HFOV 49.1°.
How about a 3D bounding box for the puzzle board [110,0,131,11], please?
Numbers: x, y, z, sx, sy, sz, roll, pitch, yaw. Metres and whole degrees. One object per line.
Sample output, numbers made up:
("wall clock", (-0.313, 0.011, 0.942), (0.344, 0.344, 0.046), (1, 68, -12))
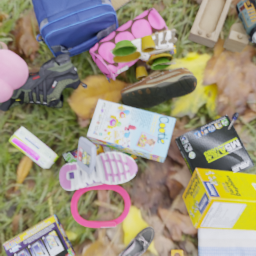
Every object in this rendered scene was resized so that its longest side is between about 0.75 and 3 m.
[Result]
("puzzle board", (-0.770, -5.226, 10.597), (1.356, 0.157, 1.800), (-37, 79, -6))

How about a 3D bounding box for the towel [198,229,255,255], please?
("towel", (3.228, 4.199, 8.403), (2.155, 0.349, 2.934), (0, 78, 1))

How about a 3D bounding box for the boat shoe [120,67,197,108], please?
("boat shoe", (0.996, -1.390, 9.437), (2.529, 0.957, 0.934), (-12, 48, 4))

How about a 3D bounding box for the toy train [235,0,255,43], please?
("toy train", (4.279, -3.659, 9.012), (0.956, 1.279, 2.244), (26, 47, -28))

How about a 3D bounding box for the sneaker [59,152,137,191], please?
("sneaker", (-0.825, 1.310, 8.356), (2.303, 1.018, 0.926), (-11, 75, 12))

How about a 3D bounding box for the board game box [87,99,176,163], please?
("board game box", (0.124, 0.130, 8.552), (2.324, 1.197, 1.219), (15, 78, 8))

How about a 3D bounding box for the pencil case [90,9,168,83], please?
("pencil case", (0.130, -2.822, 9.518), (2.785, 1.264, 1.304), (-40, 57, -8))

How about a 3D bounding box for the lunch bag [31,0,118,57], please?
("lunch bag", (-1.765, -3.504, 9.313), (2.754, 1.871, 1.822), (-23, 78, -2))

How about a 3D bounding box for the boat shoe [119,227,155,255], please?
("boat shoe", (0.231, 3.664, 8.461), (1.586, 0.452, 0.530), (-43, 81, -9))

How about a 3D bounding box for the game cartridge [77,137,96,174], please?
("game cartridge", (-1.122, 0.778, 7.570), (0.612, 0.920, 0.188), (29, 33, 31))

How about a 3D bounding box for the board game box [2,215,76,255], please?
("board game box", (-2.656, 3.680, 8.449), (1.705, 0.483, 1.409), (-29, 77, -6))

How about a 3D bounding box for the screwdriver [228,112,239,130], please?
("screwdriver", (3.315, -0.183, 8.853), (0.199, 1.425, 0.207), (-10, 110, 34))

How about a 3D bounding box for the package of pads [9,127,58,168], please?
("package of pads", (-2.782, 0.633, 8.357), (1.290, 1.670, 0.569), (39, 76, -3))

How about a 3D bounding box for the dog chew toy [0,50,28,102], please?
("dog chew toy", (-3.659, -1.249, 7.802), (1.149, 1.149, 1.845), (30, 77, 6))

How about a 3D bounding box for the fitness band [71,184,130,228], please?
("fitness band", (-0.855, 2.433, 8.820), (1.857, 0.348, 1.334), (0, 75, -1))

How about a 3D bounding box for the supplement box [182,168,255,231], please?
("supplement box", (2.863, 2.054, 7.972), (2.159, 1.182, 1.175), (8, 121, -14))

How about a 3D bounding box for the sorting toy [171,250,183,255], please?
("sorting toy", (1.509, 4.700, 8.325), (1.119, 0.271, 1.988), (-10, 77, -2))

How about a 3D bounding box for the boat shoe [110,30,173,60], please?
("boat shoe", (0.482, -2.491, 8.832), (2.093, 0.741, 0.725), (-19, 107, -9))

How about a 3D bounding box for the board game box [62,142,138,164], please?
("board game box", (-0.920, 0.967, 9.168), (2.214, 0.260, 1.160), (-23, 79, -5))

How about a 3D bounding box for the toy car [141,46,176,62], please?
("toy car", (1.062, -2.474, 9.703), (1.177, 0.392, 0.577), (-3, 40, 24))

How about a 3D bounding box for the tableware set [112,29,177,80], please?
("tableware set", (0.507, -2.040, 8.485), (1.906, 2.829, 0.434), (-10, 83, 4))

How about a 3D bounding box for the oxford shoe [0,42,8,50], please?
("oxford shoe", (-5.455, -2.332, 9.352), (2.701, 0.997, 0.956), (-22, 86, 11))

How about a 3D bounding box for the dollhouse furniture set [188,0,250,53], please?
("dollhouse furniture set", (4.013, -4.175, 9.214), (2.910, 2.371, 2.767), (21, 78, 5))

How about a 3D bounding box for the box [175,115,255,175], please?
("box", (2.766, 0.794, 9.080), (1.929, 0.458, 1.863), (-23, 79, -6))

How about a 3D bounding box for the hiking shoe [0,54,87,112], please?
("hiking shoe", (-2.861, -1.078, 9.119), (2.984, 1.130, 1.502), (-27, 114, 14))
